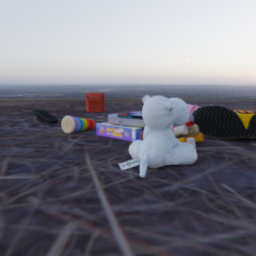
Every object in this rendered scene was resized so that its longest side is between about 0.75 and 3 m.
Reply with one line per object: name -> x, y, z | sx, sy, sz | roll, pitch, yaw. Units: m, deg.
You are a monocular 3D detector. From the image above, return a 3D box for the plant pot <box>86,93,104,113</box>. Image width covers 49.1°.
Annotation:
plant pot -> -2.185, -1.603, 18.714 | 1.263, 1.265, 1.114 | -1, 19, -7

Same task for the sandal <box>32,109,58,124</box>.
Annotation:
sandal -> -4.021, -0.461, 13.345 | 0.767, 0.488, 2.041 | -5, 22, -37

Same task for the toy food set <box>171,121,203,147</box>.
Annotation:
toy food set -> 1.468, 0.217, 7.626 | 0.650, 0.690, 1.445 | -13, 2, 35

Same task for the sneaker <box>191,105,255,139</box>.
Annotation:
sneaker -> 3.564, -0.081, 9.046 | 2.981, 1.043, 1.341 | 4, -5, 21

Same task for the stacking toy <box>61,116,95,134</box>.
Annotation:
stacking toy -> -1.768, -0.135, 10.467 | 0.620, 0.620, 1.451 | 5, 5, 33

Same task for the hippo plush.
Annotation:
hippo plush -> 0.559, 0.035, 5.952 | 1.799, 1.447, 1.433 | -6, 10, -35

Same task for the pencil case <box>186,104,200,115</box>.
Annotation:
pencil case -> 2.921, -0.792, 14.160 | 0.864, 0.864, 1.976 | -3, 9, -23

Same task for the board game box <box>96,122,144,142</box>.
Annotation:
board game box -> -0.007, 0.079, 9.372 | 1.823, 0.408, 1.226 | 8, 11, 43

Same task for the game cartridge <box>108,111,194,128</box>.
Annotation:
game cartridge -> 0.697, -0.291, 9.126 | 2.408, 0.462, 1.561 | 6, 6, 38
